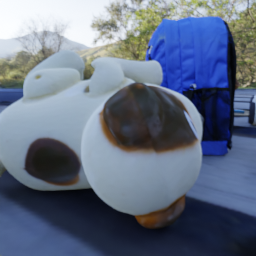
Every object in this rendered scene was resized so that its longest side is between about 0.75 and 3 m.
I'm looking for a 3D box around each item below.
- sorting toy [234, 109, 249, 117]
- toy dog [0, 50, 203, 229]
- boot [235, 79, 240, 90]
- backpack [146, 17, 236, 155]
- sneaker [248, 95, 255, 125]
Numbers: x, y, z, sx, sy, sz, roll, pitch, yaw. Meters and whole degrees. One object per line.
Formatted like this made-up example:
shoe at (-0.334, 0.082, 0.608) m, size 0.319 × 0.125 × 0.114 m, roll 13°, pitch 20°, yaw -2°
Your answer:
sorting toy at (3.812, -0.700, 11.390) m, size 1.522 × 0.274 × 2.043 m, roll -2°, pitch 10°, yaw -12°
toy dog at (-0.359, 0.037, 3.224) m, size 2.546 × 1.776 × 2.468 m, roll 10°, pitch 27°, yaw 42°
boot at (1.767, -1.505, 7.986) m, size 0.938 × 2.445 × 1.898 m, roll -25°, pitch -13°, yaw -46°
backpack at (1.064, -0.912, 5.809) m, size 2.199 × 2.621 × 2.129 m, roll 0°, pitch 11°, yaw -1°
sneaker at (4.669, -0.588, 8.884) m, size 1.073 × 0.929 × 2.591 m, roll 9°, pitch 14°, yaw 42°
